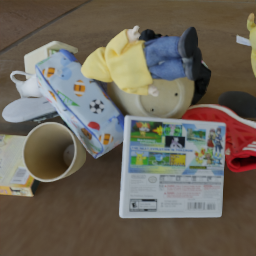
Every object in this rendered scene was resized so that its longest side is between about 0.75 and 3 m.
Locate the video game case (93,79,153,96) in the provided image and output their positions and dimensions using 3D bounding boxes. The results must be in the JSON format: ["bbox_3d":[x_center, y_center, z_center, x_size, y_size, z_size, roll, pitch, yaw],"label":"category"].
[{"bbox_3d":[-0.338,-0.973,7.262,2.272,1.623,0.216,-26,1,8],"label":"video game case"}]

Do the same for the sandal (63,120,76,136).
[{"bbox_3d":[-1.633,-0.075,7.778,0.376,0.239,0.999,-12,36,-17],"label":"sandal"}]

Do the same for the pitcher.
[{"bbox_3d":[-2.839,-1.394,8.597,1.241,1.065,0.752,-12,48,8],"label":"pitcher"}]

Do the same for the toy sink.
[{"bbox_3d":[-2.562,-2.144,9.509,1.609,0.902,1.049,-11,-7,33],"label":"toy sink"}]

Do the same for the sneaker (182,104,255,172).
[{"bbox_3d":[2.281,0.202,6.775,2.369,0.928,1.368,17,35,25],"label":"sneaker"}]

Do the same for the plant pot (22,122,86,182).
[{"bbox_3d":[-1.327,0.539,5.713,1.101,1.101,1.175,11,-7,16],"label":"plant pot"}]

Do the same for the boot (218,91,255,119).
[{"bbox_3d":[3.434,-0.497,7.676,1.907,0.702,0.720,20,-2,29],"label":"boot"}]

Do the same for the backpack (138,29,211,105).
[{"bbox_3d":[1.284,-1.781,8.675,2.487,2.075,1.574,19,30,-11],"label":"backpack"}]

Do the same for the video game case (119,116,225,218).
[{"bbox_3d":[0.847,0.730,5.133,1.949,1.776,0.214,4,-2,-13],"label":"video game case"}]

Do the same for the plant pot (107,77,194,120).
[{"bbox_3d":[0.558,-0.809,6.073,2.024,2.024,1.358,-3,17,-4],"label":"plant pot"}]

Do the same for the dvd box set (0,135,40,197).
[{"bbox_3d":[-2.944,0.768,6.354,2.167,0.319,1.585,3,39,4],"label":"dvd box set"}]

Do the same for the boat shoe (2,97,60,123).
[{"bbox_3d":[-2.513,-0.445,7.893,1.962,0.696,0.707,-10,58,8],"label":"boat shoe"}]

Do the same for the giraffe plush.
[{"bbox_3d":[5.607,-3.005,9.721,2.309,2.457,2.848,-21,49,-3],"label":"giraffe plush"}]

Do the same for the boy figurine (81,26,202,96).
[{"bbox_3d":[0.119,-0.902,4.054,1.787,1.111,0.576,0,46,35],"label":"boy figurine"}]

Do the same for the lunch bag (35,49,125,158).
[{"bbox_3d":[-1.100,-0.492,6.281,0.923,1.958,2.444,-37,90,-16],"label":"lunch bag"}]
